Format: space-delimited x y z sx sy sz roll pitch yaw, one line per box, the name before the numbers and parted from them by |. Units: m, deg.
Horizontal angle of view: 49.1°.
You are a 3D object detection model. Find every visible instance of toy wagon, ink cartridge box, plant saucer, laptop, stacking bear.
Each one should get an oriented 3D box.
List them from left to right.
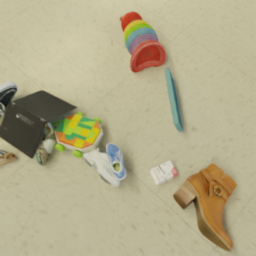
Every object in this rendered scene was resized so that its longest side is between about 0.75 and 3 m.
laptop | -3.790 -0.272 11.625 2.283 1.413 2.439 26 94 27
toy wagon | -2.240 0.158 11.347 2.354 0.466 1.826 18 60 15
stacking bear | 0.473 -4.289 13.141 1.740 1.629 2.865 -17 60 -8
ink cartridge box | 1.367 1.739 10.793 0.855 0.354 0.627 -23 66 -11
plant saucer | 1.918 -1.206 11.907 0.266 0.979 2.801 -13 64 17

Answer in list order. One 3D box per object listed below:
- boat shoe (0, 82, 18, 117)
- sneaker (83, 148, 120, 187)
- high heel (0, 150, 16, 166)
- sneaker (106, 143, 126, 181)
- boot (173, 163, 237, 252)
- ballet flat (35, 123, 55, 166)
boat shoe | -5.549 -0.748 11.632 0.934 1.009 2.734 38 70 18
sneaker | -0.857 1.434 10.762 0.927 0.727 1.865 -39 71 -20
high heel | -5.005 1.433 10.870 0.900 0.451 1.263 16 56 14
sneaker | -0.444 1.181 10.360 0.573 0.583 1.513 -23 61 -2
boot | 3.196 2.753 10.071 2.111 1.043 2.719 -33 64 -21
ballet flat | -3.351 0.367 11.204 0.838 0.755 2.225 -21 63 7
